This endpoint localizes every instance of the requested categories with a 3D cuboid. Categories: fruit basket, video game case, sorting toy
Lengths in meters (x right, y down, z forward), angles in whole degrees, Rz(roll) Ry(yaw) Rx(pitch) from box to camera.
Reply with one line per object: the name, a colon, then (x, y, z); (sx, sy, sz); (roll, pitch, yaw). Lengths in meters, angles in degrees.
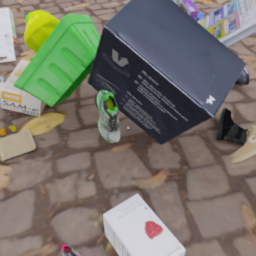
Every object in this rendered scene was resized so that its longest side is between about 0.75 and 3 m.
fruit basket: (-2.463, -2.597, 8.918); (3.102, 3.102, 2.238); (10, 22, 11)
video game case: (2.926, -2.998, 7.696); (2.479, 0.300, 2.724); (-25, 28, 33)
sorting toy: (-3.861, 0.444, 9.570); (1.130, 0.203, 1.516); (-23, 47, -17)

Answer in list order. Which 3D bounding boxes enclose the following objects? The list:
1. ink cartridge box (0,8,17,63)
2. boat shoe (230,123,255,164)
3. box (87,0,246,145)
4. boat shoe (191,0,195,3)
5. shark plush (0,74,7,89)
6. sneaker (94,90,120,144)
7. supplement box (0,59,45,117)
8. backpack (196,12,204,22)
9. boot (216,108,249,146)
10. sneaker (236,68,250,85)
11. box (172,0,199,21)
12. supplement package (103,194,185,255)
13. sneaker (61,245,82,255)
ink cartridge box: (-4.286, -3.019, 9.363); (0.969, 1.778, 0.448); (-8, 1, -4)
boat shoe: (3.045, 0.159, 6.389); (0.597, 1.849, 0.659); (56, 28, 17)
box: (0.723, -1.341, 7.164); (2.897, 2.946, 1.730); (40, 69, -2)
boat shoe: (1.998, -5.343, 10.526); (0.549, 1.551, 0.704); (-23, 14, -10)
shark plush: (-4.786, -1.502, 11.421); (0.764, 0.833, 1.835); (9, 27, -39)
sneaker: (-0.345, -0.174, 5.016); (0.389, 0.996, 0.424); (-21, 16, -24)
supplement box: (-3.877, -1.639, 11.113); (1.500, 0.875, 2.380); (14, 41, -7)
backpack: (2.515, -4.941, 13.998); (2.709, 2.201, 2.273); (12, 41, 14)
boot: (3.748, -0.026, 9.752); (1.131, 0.569, 1.513); (9, 53, 20)
sneaker: (4.536, -2.368, 12.366); (0.899, 0.764, 2.053); (-14, 32, 0)
box: (1.360, -2.963, 7.158); (0.235, 0.821, 1.201); (-15, 59, -11)
supplement package: (0.319, 2.639, 6.497); (1.049, 1.036, 1.729); (-26, 48, -26)
sneaker: (-1.282, 3.053, 6.599); (0.774, 0.289, 0.312); (23, 47, 22)
